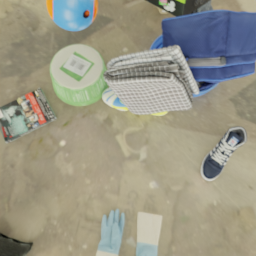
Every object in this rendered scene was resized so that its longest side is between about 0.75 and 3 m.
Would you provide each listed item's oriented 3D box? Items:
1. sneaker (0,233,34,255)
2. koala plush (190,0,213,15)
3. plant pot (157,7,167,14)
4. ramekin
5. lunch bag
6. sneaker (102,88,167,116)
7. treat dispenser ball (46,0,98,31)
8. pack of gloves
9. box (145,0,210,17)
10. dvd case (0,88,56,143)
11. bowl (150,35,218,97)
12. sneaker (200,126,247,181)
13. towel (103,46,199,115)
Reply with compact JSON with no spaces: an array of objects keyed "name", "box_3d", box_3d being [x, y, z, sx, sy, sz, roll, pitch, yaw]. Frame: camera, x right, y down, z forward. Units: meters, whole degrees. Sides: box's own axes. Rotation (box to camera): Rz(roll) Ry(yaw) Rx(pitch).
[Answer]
[{"name":"sneaker","box_3d":[-4.372,3.404,8.252,2.759,0.829,1.439,29,72,5]},{"name":"koala plush","box_3d":[3.091,-4.390,11.091,1.152,1.193,1.299,-35,85,-12]},{"name":"plant pot","box_3d":[1.487,-5.225,11.551,0.850,0.850,0.907,0,81,0]},{"name":"ramekin","box_3d":[-1.774,-1.958,10.120,2.134,1.042,2.134,0,69,0]},{"name":"lunch bag","box_3d":[2.208,-2.047,7.610,2.875,1.953,1.902,-19,111,-40]},{"name":"sneaker","box_3d":[0.289,-1.154,9.685,2.466,1.295,0.934,9,70,3]},{"name":"treat dispenser ball","box_3d":[-1.593,-3.523,7.992,1.443,1.443,1.443,0,69,0]},{"name":"pack of gloves","box_3d":[-0.023,3.639,8.452,1.844,0.433,2.195,6,64,11]},{"name":"box","box_3d":[1.350,-5.295,9.121,1.737,2.076,2.795,-39,62,-23]},{"name":"dvd case","box_3d":[-3.716,-0.467,10.012,1.897,0.209,1.385,-28,72,-11]},{"name":"bowl","box_3d":[2.179,-2.430,10.564,2.876,0.565,2.876,0,69,0]},{"name":"sneaker","box_3d":[3.099,0.779,9.059,0.706,1.092,2.013,37,74,13]},{"name":"towel","box_3d":[0.564,-1.003,6.752,1.933,1.601,0.827,0,60,30]}]
